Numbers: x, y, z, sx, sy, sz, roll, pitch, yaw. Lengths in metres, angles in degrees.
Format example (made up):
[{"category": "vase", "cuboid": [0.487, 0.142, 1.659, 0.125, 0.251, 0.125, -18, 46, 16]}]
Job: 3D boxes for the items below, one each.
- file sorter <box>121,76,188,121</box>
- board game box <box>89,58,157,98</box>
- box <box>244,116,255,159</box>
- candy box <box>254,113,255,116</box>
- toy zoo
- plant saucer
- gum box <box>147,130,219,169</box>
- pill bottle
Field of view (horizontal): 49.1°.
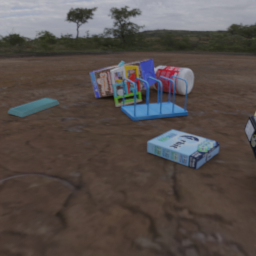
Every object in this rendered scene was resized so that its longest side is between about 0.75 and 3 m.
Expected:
[{"category": "file sorter", "cuboid": [1.128, -1.408, 12.426, 2.540, 1.558, 1.763, -7, 20, -17]}, {"category": "board game box", "cuboid": [-0.198, -2.759, 15.462, 2.914, 1.411, 2.323, -6, 15, 23]}, {"category": "box", "cuboid": [3.628, 0.590, 6.002, 1.704, 0.519, 2.114, 6, 36, 1]}, {"category": "candy box", "cuboid": [5.346, -0.459, 10.424, 1.048, 0.502, 1.815, 14, 46, 32]}, {"category": "toy zoo", "cuboid": [-0.110, -2.161, 13.530, 1.361, 2.075, 0.212, -14, 20, -18]}, {"category": "plant saucer", "cuboid": [-4.399, -1.020, 13.237, 0.881, 0.239, 2.521, 14, 24, 23]}, {"category": "gum box", "cuboid": [1.673, 0.596, 8.540, 1.688, 0.376, 1.434, 16, 25, 38]}, {"category": "pill bottle", "cuboid": [2.384, -2.875, 16.624, 2.658, 1.492, 1.492, 16, 25, 37]}]
